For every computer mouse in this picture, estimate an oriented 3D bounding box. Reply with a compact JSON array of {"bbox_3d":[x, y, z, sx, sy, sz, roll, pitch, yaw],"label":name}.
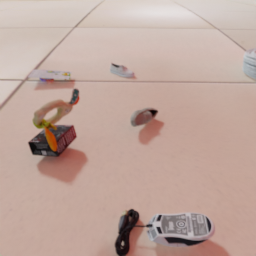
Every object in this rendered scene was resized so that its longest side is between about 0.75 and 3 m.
[{"bbox_3d":[0.727,2.059,5.516,1.899,0.417,1.041,-1,27,9],"label":"computer mouse"}]

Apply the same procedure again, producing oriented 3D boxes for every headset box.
[{"bbox_3d":[-2.060,0.303,7.843,0.866,0.450,1.164,2,30,21],"label":"headset box"}]

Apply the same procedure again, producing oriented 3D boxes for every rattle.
[{"bbox_3d":[-1.252,-0.214,5.684,1.176,0.766,0.840,-27,53,-35],"label":"rattle"}]

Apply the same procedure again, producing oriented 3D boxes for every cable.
[{"bbox_3d":[6.815,-2.918,12.892,2.932,1.015,2.932,4,32,9],"label":"cable"}]

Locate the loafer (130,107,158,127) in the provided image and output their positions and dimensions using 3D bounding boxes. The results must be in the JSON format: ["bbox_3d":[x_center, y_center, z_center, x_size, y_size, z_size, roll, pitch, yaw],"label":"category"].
[{"bbox_3d":[0.526,-0.381,9.067,0.497,0.498,1.425,-1,20,31],"label":"loafer"}]

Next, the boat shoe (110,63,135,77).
[{"bbox_3d":[-0.305,-2.705,13.058,1.385,0.453,0.509,19,37,27],"label":"boat shoe"}]

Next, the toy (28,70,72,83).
[{"bbox_3d":[-3.394,-2.226,12.348,1.723,0.407,0.992,-1,29,-3],"label":"toy"}]
